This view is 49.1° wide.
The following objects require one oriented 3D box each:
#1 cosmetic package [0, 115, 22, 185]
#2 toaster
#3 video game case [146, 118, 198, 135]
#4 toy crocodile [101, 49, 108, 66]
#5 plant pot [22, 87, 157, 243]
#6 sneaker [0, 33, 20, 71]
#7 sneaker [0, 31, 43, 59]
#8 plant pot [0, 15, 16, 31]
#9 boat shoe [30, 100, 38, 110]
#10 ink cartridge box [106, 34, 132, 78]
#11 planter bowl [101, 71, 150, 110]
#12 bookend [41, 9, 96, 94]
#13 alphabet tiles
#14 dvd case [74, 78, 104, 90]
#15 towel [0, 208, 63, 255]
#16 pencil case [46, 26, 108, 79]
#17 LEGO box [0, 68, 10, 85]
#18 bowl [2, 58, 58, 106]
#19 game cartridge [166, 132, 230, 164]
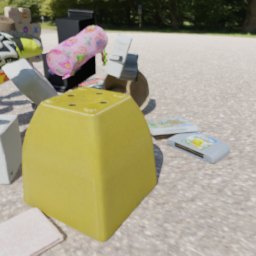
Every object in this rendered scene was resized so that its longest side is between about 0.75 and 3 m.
[{"bbox_3d":[-4.512,0.647,8.595,1.993,1.668,1.657,-1,23,-4],"label":"cosmetic package"},{"bbox_3d":[-0.045,-2.506,11.716,0.873,1.352,0.768,4,-17,-12],"label":"toaster"},{"bbox_3d":[1.611,-0.096,11.512,1.824,0.221,2.004,-5,12,-10],"label":"video game case"},{"bbox_3d":[-1.209,-3.487,13.806,0.302,0.895,0.276,27,47,28],"label":"toy crocodile"},{"bbox_3d":[-0.981,0.532,7.421,2.792,2.875,2.811,14,27,29],"label":"plant pot"},{"bbox_3d":[-2.673,-1.399,5.999,0.495,1.239,0.806,-10,-11,30],"label":"sneaker"},{"bbox_3d":[-3.268,-1.833,6.976,2.511,0.959,0.947,-16,-3,-43],"label":"sneaker"},{"bbox_3d":[-3.851,-2.855,8.565,1.121,0.978,1.121,17,30,-10],"label":"plant pot"},{"bbox_3d":[-3.759,-1.170,11.204,0.374,1.014,0.306,26,24,14],"label":"boat shoe"},{"bbox_3d":[-0.341,-2.702,10.482,0.568,1.349,0.976,19,29,-3],"label":"ink cartridge box"},{"bbox_3d":[-0.300,-1.610,13.283,2.277,2.277,1.533,-13,-6,-26],"label":"planter bowl"},{"bbox_3d":[-2.610,-3.336,11.902,1.332,2.873,2.891,12,31,18],"label":"bookend"},{"bbox_3d":[-4.716,-3.662,12.289,0.217,2.975,2.910,10,22,16],"label":"alphabet tiles"},{"bbox_3d":[-1.750,-2.605,17.413,2.830,0.311,2.066,16,29,33],"label":"dvd case"},{"bbox_3d":[-2.362,2.464,6.378,1.301,0.220,1.362,-22,32,-38],"label":"towel"},{"bbox_3d":[-1.838,-2.872,10.451,1.176,1.176,2.689,12,42,24],"label":"pencil case"},{"bbox_3d":[-5.746,-2.053,9.273,2.860,2.130,1.104,-33,54,-22],"label":"LEGO box"},{"bbox_3d":[-3.206,-1.531,9.400,0.738,1.975,1.978,-41,61,-1],"label":"bowl"},{"bbox_3d":[2.584,0.628,10.253,1.337,0.406,2.005,-18,30,-41],"label":"game cartridge"}]
